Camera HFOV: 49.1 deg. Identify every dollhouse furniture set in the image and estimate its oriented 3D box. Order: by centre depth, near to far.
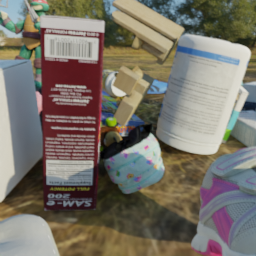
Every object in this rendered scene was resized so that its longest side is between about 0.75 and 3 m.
[{"bbox_3d":[-0.084,-1.719,7.108,1.754,2.153,2.047,32,41,3],"label":"dollhouse furniture set"}]

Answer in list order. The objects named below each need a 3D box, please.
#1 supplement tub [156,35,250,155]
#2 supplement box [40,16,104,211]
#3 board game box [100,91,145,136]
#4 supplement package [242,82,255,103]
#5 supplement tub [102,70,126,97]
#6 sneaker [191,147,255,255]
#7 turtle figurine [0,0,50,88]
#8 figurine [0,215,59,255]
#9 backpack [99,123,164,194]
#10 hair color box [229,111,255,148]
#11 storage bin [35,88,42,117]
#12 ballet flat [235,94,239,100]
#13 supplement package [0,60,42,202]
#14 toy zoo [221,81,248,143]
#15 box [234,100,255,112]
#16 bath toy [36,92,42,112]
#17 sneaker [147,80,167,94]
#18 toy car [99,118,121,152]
[{"bbox_3d":[1.726,-0.813,6.737,1.656,2.510,1.656,13,17,-4],"label":"supplement tub"},{"bbox_3d":[-0.901,-0.276,4.737,0.883,2.899,1.578,3,18,-7],"label":"supplement box"},{"bbox_3d":[-0.995,-0.560,8.311,1.839,0.468,2.717,4,23,-33],"label":"board game box"},{"bbox_3d":[4.783,-0.897,9.621,0.840,1.180,1.515,-14,22,-37],"label":"supplement package"},{"bbox_3d":[-0.735,-2.136,13.503,1.182,1.182,1.638,-10,20,-30],"label":"supplement tub"},{"bbox_3d":[1.273,0.709,2.662,1.095,1.187,2.691,6,-15,-6],"label":"sneaker"},{"bbox_3d":[-2.468,-2.376,7.107,1.961,2.620,1.319,14,13,36],"label":"turtle figurine"},{"bbox_3d":[-1.058,1.519,0.937,1.956,0.863,2.005,-9,56,-26],"label":"figurine"},{"bbox_3d":[0.118,0.557,5.093,1.236,0.937,1.481,-34,1,4],"label":"backpack"},{"bbox_3d":[3.458,0.035,7.694,0.955,0.585,1.929,-2,18,-6],"label":"hair color box"},{"bbox_3d":[-3.950,-0.959,10.055,2.277,1.068,1.540,-14,23,-35],"label":"storage bin"},{"bbox_3d":[3.951,-1.117,11.676,1.559,0.550,0.509,-2,44,4],"label":"ballet flat"},{"bbox_3d":[-2.795,0.075,4.829,1.524,2.140,2.748,1,20,7],"label":"supplement package"},{"bbox_3d":[2.729,-0.547,7.711,0.175,1.706,1.120,16,16,-10],"label":"toy zoo"},{"bbox_3d":[3.800,-0.520,9.350,1.180,0.632,0.876,15,23,42],"label":"box"},{"bbox_3d":[-2.997,-0.631,8.386,2.393,1.041,0.885,28,28,-9],"label":"bath toy"},{"bbox_3d":[0.982,-2.267,14.234,2.659,1.042,0.876,-2,16,-10],"label":"sneaker"},{"bbox_3d":[-0.459,0.300,6.613,0.738,0.769,0.936,-11,27,-19],"label":"toy car"}]
